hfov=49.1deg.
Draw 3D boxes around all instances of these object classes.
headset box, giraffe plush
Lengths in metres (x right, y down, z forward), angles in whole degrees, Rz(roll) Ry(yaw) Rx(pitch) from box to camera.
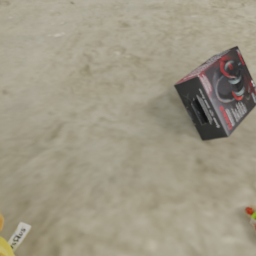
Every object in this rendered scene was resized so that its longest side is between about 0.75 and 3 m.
[{"bbox_3d":[2.490,-0.918,7.782,2.441,1.814,0.916,-37,13,-34],"label":"headset box"},{"bbox_3d":[-2.378,2.106,4.079,2.481,2.332,2.875,1,42,1],"label":"giraffe plush"}]

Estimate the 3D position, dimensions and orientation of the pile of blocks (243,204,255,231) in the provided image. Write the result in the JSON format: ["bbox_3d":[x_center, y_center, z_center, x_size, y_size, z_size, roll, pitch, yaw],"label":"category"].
[{"bbox_3d":[2.675,1.945,5.664,0.400,0.303,0.975,-29,42,15],"label":"pile of blocks"}]
